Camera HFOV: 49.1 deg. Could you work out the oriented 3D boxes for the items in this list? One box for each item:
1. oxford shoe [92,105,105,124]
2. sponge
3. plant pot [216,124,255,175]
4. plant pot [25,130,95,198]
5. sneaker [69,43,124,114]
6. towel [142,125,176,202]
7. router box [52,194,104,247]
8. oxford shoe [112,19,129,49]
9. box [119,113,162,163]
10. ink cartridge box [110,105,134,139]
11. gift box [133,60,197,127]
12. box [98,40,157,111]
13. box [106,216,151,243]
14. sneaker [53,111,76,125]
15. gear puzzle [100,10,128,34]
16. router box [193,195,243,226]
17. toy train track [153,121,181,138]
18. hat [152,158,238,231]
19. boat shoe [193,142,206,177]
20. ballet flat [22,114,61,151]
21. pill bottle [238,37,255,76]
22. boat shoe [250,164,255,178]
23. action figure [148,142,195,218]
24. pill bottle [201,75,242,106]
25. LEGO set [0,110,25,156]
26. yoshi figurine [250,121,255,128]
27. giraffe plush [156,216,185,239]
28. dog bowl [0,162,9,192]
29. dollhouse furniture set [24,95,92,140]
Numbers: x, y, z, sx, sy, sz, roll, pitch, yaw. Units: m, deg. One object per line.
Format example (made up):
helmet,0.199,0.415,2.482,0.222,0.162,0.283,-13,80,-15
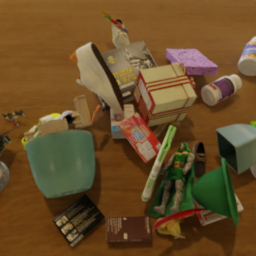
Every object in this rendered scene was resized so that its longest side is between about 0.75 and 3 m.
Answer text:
oxford shoe,-1.091,-0.495,10.330,0.298,0.292,0.819,14,60,13
sponge,2.723,-2.963,12.396,1.515,0.405,2.716,-1,29,-8
plant pot,4.070,0.598,9.923,1.309,1.285,1.281,-22,32,-4
plant pot,-2.171,1.323,9.479,2.299,2.299,1.845,-11,74,-7
sneaker,-1.172,-1.697,10.692,1.233,2.913,1.061,-21,25,17
towel,1.038,1.174,9.160,0.337,2.194,1.637,21,33,6
router box,-1.657,3.065,9.405,1.404,0.359,1.047,-37,65,-21
oxford shoe,-0.422,-4.731,14.151,0.790,0.607,2.102,-8,60,-9
box,0.463,0.368,10.395,0.846,0.810,1.697,-37,88,-6
ink cartridge box,-0.215,-0.269,11.371,0.955,0.560,1.322,-4,57,-3
gift box,1.411,-1.426,10.840,1.930,1.907,2.066,-12,68,-16
box,-0.164,-2.319,12.196,2.861,0.692,2.266,-23,80,-15
box,0.012,3.323,9.152,1.458,0.546,0.730,-1,58,-3
sneaker,-2.296,-0.374,11.055,0.939,0.522,1.342,-13,20,32
gear puzzle,-0.670,-4.980,12.984,1.708,0.885,0.224,47,113,21
router box,2.987,2.492,9.759,1.495,0.365,1.342,-15,59,-9
toy train track,1.376,-0.042,11.377,1.113,0.316,1.941,32,63,17
hat,2.147,2.133,8.911,2.219,2.520,2.088,-13,65,21
boat shoe,2.666,1.135,10.525,0.517,0.509,1.388,2,58,1
ballet flat,-3.405,0.036,11.047,0.687,0.689,2.055,21,58,28
pill bottle,5.893,-3.405,13.047,1.056,1.056,1.885,23,61,14
boat shoe,4.771,1.357,10.342,0.449,0.518,1.215,-15,58,5
action figure,1.719,1.683,9.875,1.727,0.799,2.924,-9,42,34
pill bottle,4.038,-1.669,12.048,1.613,0.899,0.899,-27,62,-15
LEGO set,-4.864,0.505,10.662,1.895,0.827,2.918,6,44,36
yoshi figurine,5.546,-0.294,11.134,1.199,1.204,2.142,16,61,28
giraffe plush,1.472,3.048,9.210,1.026,0.885,0.832,23,53,4
dog bowl,-5.179,1.787,10.157,1.558,0.457,1.558,0,59,0
dollhouse furniture set,-2.663,-0.344,10.248,2.357,2.010,1.151,-14,89,-20
